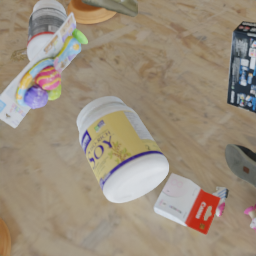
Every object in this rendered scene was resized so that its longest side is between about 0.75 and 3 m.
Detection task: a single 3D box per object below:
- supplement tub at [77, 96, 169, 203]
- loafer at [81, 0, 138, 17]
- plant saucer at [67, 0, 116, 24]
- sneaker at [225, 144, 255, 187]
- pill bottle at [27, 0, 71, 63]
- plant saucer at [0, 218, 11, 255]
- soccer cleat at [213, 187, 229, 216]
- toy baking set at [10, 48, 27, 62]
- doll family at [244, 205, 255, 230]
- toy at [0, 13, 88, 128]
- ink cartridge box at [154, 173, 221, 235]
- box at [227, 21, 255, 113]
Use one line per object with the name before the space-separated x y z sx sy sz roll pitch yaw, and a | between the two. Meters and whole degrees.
supplement tub | -0.227 0.489 7.081 1.683 1.683 2.315 -22 56 -15
loafer | -0.327 -3.508 7.418 0.923 0.819 2.427 21 22 16
plant saucer | -1.515 -5.318 12.000 2.260 0.423 2.260 -4 55 5
sneaker | 3.362 0.957 7.150 1.013 0.713 1.907 -6 25 -16
pill bottle | -2.801 -3.388 10.052 1.483 1.483 2.560 -8 54 -6
plant saucer | -3.720 2.778 6.207 2.074 0.388 2.074 0 53 0
soccer cleat | 2.260 1.825 7.006 0.348 0.281 0.805 13 50 25
toy baking set | -4.029 -2.729 10.443 0.602 0.091 0.784 4 54 -1
doll family | 4.126 2.008 6.239 2.719 1.225 1.688 -21 56 -14
toy | -1.769 -1.101 6.332 0.627 1.530 2.657 31 77 5
ink cartridge box | 1.443 1.803 6.823 1.315 0.375 1.069 15 53 30
box | 2.448 -0.915 4.871 1.304 1.641 0.378 26 58 34
